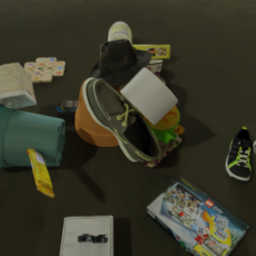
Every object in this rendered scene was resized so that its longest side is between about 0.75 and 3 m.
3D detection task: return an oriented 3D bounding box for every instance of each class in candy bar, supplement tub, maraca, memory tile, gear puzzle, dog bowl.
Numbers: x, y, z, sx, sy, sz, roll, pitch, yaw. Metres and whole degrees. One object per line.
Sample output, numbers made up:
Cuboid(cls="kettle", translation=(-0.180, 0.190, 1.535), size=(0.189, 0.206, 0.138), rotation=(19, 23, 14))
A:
Cuboid(cls="candy bar", translation=(-2.227, 1.056, 7.032), size=(0.220, 0.496, 1.988), rotation=(-48, 35, 0))
Cuboid(cls="supplement tub", translation=(-0.411, -4.532, 14.100), size=(1.171, 1.171, 1.615), rotation=(0, 44, 0))
Cuboid(cls="maraca", translation=(1.068, -0.258, 9.382), size=(1.325, 1.034, 1.933), rotation=(4, 49, 5))
Cuboid(cls="memory tile", translation=(0.479, -1.175, 9.104), size=(1.548, 0.170, 2.019), rotation=(18, 47, -9))
Cuboid(cls="gear puzzle", translation=(1.056, 0.500, 9.482), size=(1.228, 0.310, 2.371), rotation=(28, 47, 32))
Cuboid(cls="dog bowl", translation=(0.642, -2.524, 12.024), size=(1.706, 0.629, 1.706), rotation=(-3, 19, 1))

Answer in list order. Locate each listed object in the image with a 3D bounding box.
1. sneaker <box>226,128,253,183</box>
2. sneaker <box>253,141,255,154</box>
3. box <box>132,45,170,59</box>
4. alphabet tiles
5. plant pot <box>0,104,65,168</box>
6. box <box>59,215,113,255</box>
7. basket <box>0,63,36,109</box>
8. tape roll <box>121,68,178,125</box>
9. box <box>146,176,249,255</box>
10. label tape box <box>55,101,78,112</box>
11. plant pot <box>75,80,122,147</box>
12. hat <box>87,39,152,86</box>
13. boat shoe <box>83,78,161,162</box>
Cuboid(cls="sneaker", translation=(3.515, 0.752, 8.786), size=(0.720, 0.831, 2.008), rotation=(10, 45, 11))
Cuboid(cls="sneaker", translation=(5.214, 0.516, 9.082), size=(2.771, 1.032, 1.207), rotation=(-2, 36, -14))
Cuboid(cls="box", translation=(0.589, -3.465, 12.840), size=(2.563, 0.642, 0.964), rotation=(-10, 18, -24))
Cuboid(cls="alphabet tiles", translation=(-3.892, -2.682, 12.907), size=(1.884, 0.141, 1.926), rotation=(-3, 44, -2))
Cuboid(cls="plant pot", translation=(-3.014, 0.357, 8.567), size=(1.951, 1.992, 1.992), rotation=(6, 43, -5))
Cuboid(cls="box", translation=(-0.935, 3.138, 6.414), size=(1.243, 0.641, 2.131), rotation=(-2, 44, -2))
Cuboid(cls="basket", translation=(-3.821, -1.246, 8.886), size=(1.349, 1.337, 1.085), rotation=(-13, 81, -3))
Cuboid(cls="tape roll", translation=(0.571, -0.848, 7.662), size=(0.918, 1.337, 1.337), rotation=(-44, 51, 5))
Cuboid(cls="box", translation=(1.762, 2.422, 7.332), size=(1.487, 0.410, 2.177), rotation=(-33, 53, -30))
Cuboid(cls="label tape box", translation=(-2.264, -0.805, 10.564), size=(0.826, 0.596, 0.262), rotation=(2, 74, -2))
Cuboid(cls="plant pot", translation=(-0.743, -0.773, 9.789), size=(2.396, 1.677, 2.396), rotation=(-1, 43, 0))
Cuboid(cls="hat", translation=(-0.398, -2.328, 9.118), size=(2.388, 0.963, 2.388), rotation=(-11, 39, 9))
Cuboid(cls="boat shoe", translation=(-0.085, -0.180, 7.719), size=(0.894, 2.991, 1.069), rotation=(-1, 44, 47))
